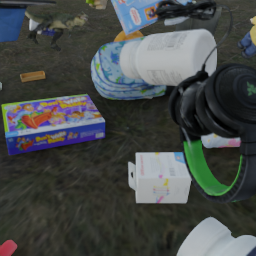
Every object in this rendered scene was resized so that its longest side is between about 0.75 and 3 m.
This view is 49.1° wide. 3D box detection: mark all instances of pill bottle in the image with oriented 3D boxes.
[{"bbox_3d":[1.869,2.405,3.931,1.305,1.305,2.352,-25,43,-31],"label":"pill bottle"},{"bbox_3d":[0.917,-1.690,6.947,2.209,1.263,1.263,11,34,41],"label":"pill bottle"},{"bbox_3d":[-2.650,-3.254,8.954,0.896,0.537,0.537,0,33,-26],"label":"pill bottle"}]

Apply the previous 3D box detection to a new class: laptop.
[{"bbox_3d":[-3.055,-2.757,7.345,1.782,1.033,1.669,9,24,27],"label":"laptop"}]

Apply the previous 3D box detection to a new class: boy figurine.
[{"bbox_3d":[2.847,-2.020,5.912,0.422,1.309,0.814,-17,78,-18],"label":"boy figurine"}]

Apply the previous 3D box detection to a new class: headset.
[{"bbox_3d":[1.053,-0.351,3.945,1.323,2.816,1.739,-3,2,-15],"label":"headset"}]

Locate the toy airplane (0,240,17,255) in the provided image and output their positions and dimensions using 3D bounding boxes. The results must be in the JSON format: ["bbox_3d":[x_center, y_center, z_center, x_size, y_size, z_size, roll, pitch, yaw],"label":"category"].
[{"bbox_3d":[-2.042,2.746,4.108,2.702,0.497,2.702,-8,46,8],"label":"toy airplane"}]

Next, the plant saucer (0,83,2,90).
[{"bbox_3d":[-5.597,-1.554,10.214,1.778,0.446,1.778,0,36,0],"label":"plant saucer"}]

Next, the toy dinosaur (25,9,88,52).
[{"bbox_3d":[-2.194,-2.826,7.854,2.474,0.587,1.090,16,83,20],"label":"toy dinosaur"}]

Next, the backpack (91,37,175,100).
[{"bbox_3d":[0.091,-1.986,9.473,2.707,2.208,2.081,-9,-5,7],"label":"backpack"}]

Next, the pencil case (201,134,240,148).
[{"bbox_3d":[3.392,-0.127,7.436,2.965,1.345,1.232,-3,69,-1],"label":"pencil case"}]

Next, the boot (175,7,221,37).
[{"bbox_3d":[1.761,-2.959,10.028,2.589,2.847,1.033,0,46,3],"label":"boot"}]

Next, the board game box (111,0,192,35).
[{"bbox_3d":[0.487,-3.226,6.693,1.779,1.345,0.325,-26,12,-9],"label":"board game box"}]

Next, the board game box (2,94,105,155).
[{"bbox_3d":[-2.148,-0.192,8.003,2.559,0.573,1.721,-10,37,-22],"label":"board game box"}]

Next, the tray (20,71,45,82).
[{"bbox_3d":[-3.783,-2.043,11.137,0.901,0.167,0.444,-14,38,-18],"label":"tray"}]

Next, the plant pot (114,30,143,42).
[{"bbox_3d":[0.270,-3.276,11.968,1.425,1.425,1.305,-18,56,-24],"label":"plant pot"}]

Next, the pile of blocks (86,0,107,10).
[{"bbox_3d":[-1.371,-4.695,9.603,0.631,0.834,2.031,2,42,-34],"label":"pile of blocks"}]

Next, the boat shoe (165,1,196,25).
[{"bbox_3d":[1.599,-3.499,8.553,1.285,0.399,0.463,-33,34,-24],"label":"boat shoe"}]

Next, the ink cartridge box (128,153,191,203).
[{"bbox_3d":[0.644,1.096,6.195,1.273,0.797,0.818,0,36,0],"label":"ink cartridge box"}]
